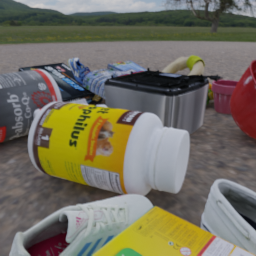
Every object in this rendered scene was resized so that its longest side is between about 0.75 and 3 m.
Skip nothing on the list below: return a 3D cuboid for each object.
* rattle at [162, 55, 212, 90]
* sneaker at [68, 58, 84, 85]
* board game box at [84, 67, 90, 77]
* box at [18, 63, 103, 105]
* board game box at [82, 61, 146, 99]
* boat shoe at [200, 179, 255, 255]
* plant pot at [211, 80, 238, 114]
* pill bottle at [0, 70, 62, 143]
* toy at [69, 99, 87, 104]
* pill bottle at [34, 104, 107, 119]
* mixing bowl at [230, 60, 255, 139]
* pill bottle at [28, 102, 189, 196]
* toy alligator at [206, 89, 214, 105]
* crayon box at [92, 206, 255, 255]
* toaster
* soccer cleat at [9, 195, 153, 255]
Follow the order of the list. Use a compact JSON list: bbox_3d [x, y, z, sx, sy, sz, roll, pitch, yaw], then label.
[{"bbox_3d":[1.987,-1.338,11.339,1.952,2.142,2.998,23,66,33],"label":"rattle"},{"bbox_3d":[-1.783,-2.063,10.241,0.436,1.059,0.392,-15,30,22],"label":"sneaker"},{"bbox_3d":[-2.694,-2.438,13.595,1.418,0.437,1.418,-37,24,-20],"label":"board game box"},{"bbox_3d":[-2.553,-1.619,10.709,2.651,0.610,2.107,35,36,28],"label":"box"},{"bbox_3d":[0.122,-1.612,10.339,2.561,0.790,2.562,30,34,31],"label":"board game box"},{"bbox_3d":[2.008,1.524,3.026,1.093,0.971,2.972,-16,26,-36],"label":"boat shoe"},{"bbox_3d":[3.438,-1.063,9.706,1.132,1.013,1.132,0,20,0],"label":"plant pot"},{"bbox_3d":[-3.379,-0.480,7.212,1.718,1.718,2.966,19,29,41],"label":"pill bottle"},{"bbox_3d":[-1.825,-0.447,8.892,1.253,0.296,0.722,-16,71,-33],"label":"toy"},{"bbox_3d":[-1.395,-0.067,7.102,1.778,1.030,1.030,-10,23,-24],"label":"pill bottle"},{"bbox_3d":[3.551,-0.520,7.359,2.288,1.239,2.288,21,48,-25],"label":"mixing bowl"},{"bbox_3d":[-0.341,0.381,5.224,2.765,1.510,1.510,9,23,22],"label":"pill bottle"},{"bbox_3d":[2.844,-1.114,10.322,0.600,0.435,1.809,-29,6,37],"label":"toy alligator"},{"bbox_3d":[0.097,1.854,2.473,1.528,0.749,2.572,17,27,38],"label":"crayon box"},{"bbox_3d":[0.981,-0.779,8.204,2.634,1.563,2.382,15,26,35],"label":"toaster"},{"bbox_3d":[-0.435,1.290,3.583,2.089,0.902,0.730,-18,48,-32],"label":"soccer cleat"}]
